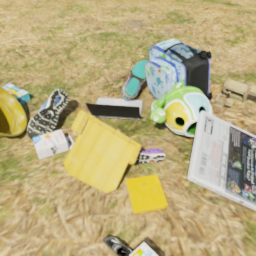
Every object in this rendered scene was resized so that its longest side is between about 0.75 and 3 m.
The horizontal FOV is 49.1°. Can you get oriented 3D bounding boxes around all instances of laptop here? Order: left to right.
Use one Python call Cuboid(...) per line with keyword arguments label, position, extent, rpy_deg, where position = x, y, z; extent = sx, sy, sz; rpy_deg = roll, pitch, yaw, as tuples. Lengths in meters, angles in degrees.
Cuboid(label="laptop", position=(-0.456, -1.011, 11.191), extent=(1.993, 1.233, 2.128), rpy_deg=(5, 40, 5))

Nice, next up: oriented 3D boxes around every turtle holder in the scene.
Cuboid(label="turtle holder", position=(1.996, -0.606, 10.059), extent=(1.751, 2.304, 1.636), rpy_deg=(-41, 45, 21))

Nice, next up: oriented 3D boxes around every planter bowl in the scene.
Cuboid(label="planter bowl", position=(-5.068, -0.467, 10.285), extent=(1.031, 2.476, 2.476), rpy_deg=(-36, 36, 20))

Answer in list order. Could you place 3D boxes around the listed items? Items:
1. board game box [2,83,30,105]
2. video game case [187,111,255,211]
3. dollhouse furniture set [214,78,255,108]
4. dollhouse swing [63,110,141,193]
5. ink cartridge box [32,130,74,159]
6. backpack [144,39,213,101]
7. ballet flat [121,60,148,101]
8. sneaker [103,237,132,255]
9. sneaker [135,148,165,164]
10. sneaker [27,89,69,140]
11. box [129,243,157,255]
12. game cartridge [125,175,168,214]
Cuboid(label="board game box", position=(-5.381, -1.192, 12.050), extent=(1.326, 0.412, 1.757), rpy_deg=(24, 45, 27))
Cuboid(label="video game case", position=(3.093, 0.928, 8.600), extent=(2.377, 0.305, 2.614), rpy_deg=(25, 51, -5))
Cuboid(label="dollhouse furniture set", position=(4.727, -1.169, 11.976), extent=(1.551, 0.862, 1.371), rpy_deg=(26, 71, 27))
Cuboid(label="dollhouse swing", position=(-0.984, 0.757, 8.909), extent=(2.055, 1.807, 1.868), rpy_deg=(30, -3, -18))
Cuboid(label="ink cartridge box", position=(-2.614, 0.532, 9.931), extent=(1.321, 0.448, 0.760), rpy_deg=(-18, 43, -20))
Cuboid(label="backpack", position=(1.861, -2.243, 11.623), extent=(2.060, 2.565, 2.803), rpy_deg=(-25, 42, -10))
Cuboid(label="ballet flat", position=(0.299, -2.105, 12.574), extent=(0.858, 0.858, 2.385), rpy_deg=(16, 55, 19))
Cuboid(label="sneaker", position=(-0.286, 2.969, 6.983), extent=(0.862, 0.390, 0.287), rpy_deg=(25, 75, 25))
Cuboid(label="sneaker", position=(0.668, 0.918, 9.507), extent=(1.162, 0.468, 0.485), rpy_deg=(1, 38, -13))
Cuboid(label="sneaker", position=(-3.112, -0.432, 10.880), extent=(0.890, 1.010, 2.267), rpy_deg=(37, 59, -13))
Cuboid(label="box", position=(0.167, 3.343, 6.419), extent=(1.163, 0.589, 0.654), rpy_deg=(-31, 49, -32))
Cuboid(label="game cartridge", position=(0.539, 1.972, 8.421), extent=(1.043, 0.192, 1.183), rpy_deg=(-7, 43, -8))
